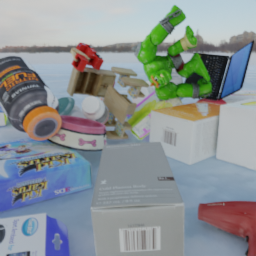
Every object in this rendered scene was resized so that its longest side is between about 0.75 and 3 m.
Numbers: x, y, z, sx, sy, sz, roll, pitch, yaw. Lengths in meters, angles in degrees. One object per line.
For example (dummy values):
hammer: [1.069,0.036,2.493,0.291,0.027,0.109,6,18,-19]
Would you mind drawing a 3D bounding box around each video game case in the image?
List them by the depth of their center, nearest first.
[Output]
video game case: [-2.659,0.937,6.509,2.865,0.651,2.597,-9,19,-30]

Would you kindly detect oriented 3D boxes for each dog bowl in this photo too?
dog bowl: [-1.332,0.104,7.544,1.648,0.608,1.648,12,10,-2]

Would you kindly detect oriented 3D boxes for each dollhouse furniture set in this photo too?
dollhouse furniture set: [-0.774,-1.014,8.875,1.486,1.961,2.237,0,34,-37]

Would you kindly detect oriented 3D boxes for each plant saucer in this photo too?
plant saucer: [-2.201,-0.588,8.800,1.157,0.158,1.157,-20,40,18]

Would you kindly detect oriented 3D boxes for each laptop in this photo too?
laptop: [3.010,-2.020,9.684,2.115,1.875,1.092,13,-18,24]

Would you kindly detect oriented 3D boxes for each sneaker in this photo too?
sneaker: [-0.831,-1.428,10.747,0.447,1.014,0.412,9,-10,42]

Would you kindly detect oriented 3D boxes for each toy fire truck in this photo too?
toy fire truck: [-1.414,-2.272,8.876,1.145,0.396,1.623,7,35,-43]

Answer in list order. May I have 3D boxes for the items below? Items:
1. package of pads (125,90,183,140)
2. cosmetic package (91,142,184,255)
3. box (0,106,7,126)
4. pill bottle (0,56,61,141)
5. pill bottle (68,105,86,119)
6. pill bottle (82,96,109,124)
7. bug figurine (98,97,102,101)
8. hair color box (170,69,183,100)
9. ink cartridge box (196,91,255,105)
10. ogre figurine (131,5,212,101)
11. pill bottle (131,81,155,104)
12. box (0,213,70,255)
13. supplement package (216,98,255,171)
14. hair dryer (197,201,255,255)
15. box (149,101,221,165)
package of pads: [0.823,-0.579,9.760,1.973,0.673,1.524,-40,21,6]
cosmetic package: [0.133,1.157,5.058,1.347,1.137,2.521,-4,19,-2]
box: [-5.975,-0.460,11.186,2.663,0.635,1.624,-5,16,-20]
pill bottle: [-2.554,-0.722,7.046,1.251,1.251,2.356,-13,47,-38]
pill bottle: [-2.318,-0.328,9.808,1.209,1.209,2.154,-14,22,-39]
pill bottle: [-1.004,-0.522,8.443,0.691,0.691,1.248,2,-11,5]
bug figurine: [-0.942,-0.885,11.434,0.840,0.652,0.216,26,16,-33]
hair color box: [1.814,-1.944,11.617,0.778,1.572,0.477,-4,-10,-17]
ink cartridge box: [4.079,-0.682,10.847,2.113,1.226,2.863,6,19,32]
ogre figurine: [1.262,-1.783,7.999,1.656,2.762,1.355,-25,53,13]
pill bottle: [1.403,-1.726,14.164,1.392,1.392,2.446,16,22,42]
box: [-2.087,1.867,3.723,2.561,0.531,1.525,-2,17,-14]
supplement package: [3.874,0.119,7.604,2.127,1.564,2.034,-13,20,-41]
hair dryer: [1.929,1.674,4.127,1.775,0.633,2.330,-10,18,-26]
box: [2.094,0.029,8.512,2.541,1.239,1.581,-12,21,-39]
